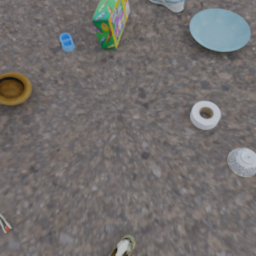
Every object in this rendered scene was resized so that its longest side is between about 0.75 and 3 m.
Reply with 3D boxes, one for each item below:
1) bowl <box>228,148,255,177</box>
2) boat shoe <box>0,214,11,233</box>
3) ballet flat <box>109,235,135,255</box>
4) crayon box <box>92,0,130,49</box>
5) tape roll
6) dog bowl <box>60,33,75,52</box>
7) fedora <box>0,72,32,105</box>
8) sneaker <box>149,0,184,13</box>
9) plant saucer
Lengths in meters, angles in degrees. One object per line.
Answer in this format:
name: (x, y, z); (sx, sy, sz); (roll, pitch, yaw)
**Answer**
bowl: (4.153, 1.124, 9.896); (1.108, 0.520, 1.108); (0, 61, 0)
boat shoe: (-4.069, 3.024, 9.017); (0.240, 0.273, 0.768); (-40, 73, -17)
ballet flat: (-0.373, 3.951, 8.333); (0.606, 0.606, 1.714); (32, 66, 16)
crayon box: (-0.703, -5.064, 12.590); (0.773, 1.576, 2.653); (7, 61, 16)
tape roll: (2.980, -0.481, 10.841); (1.100, 0.385, 1.100); (0, 61, 0)
dog bowl: (-2.806, -3.927, 12.794); (0.569, 0.253, 1.021); (-18, 62, -9)
fedora: (-4.637, -1.453, 11.210); (1.646, 0.671, 1.646); (2, 63, -5)
sneaker: (1.785, -6.639, 13.891); (2.276, 0.919, 0.871); (31, 67, 17)
plant saucer: (4.148, -4.363, 12.877); (2.730, 0.526, 2.730); (0, 62, 0)
